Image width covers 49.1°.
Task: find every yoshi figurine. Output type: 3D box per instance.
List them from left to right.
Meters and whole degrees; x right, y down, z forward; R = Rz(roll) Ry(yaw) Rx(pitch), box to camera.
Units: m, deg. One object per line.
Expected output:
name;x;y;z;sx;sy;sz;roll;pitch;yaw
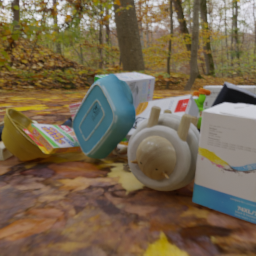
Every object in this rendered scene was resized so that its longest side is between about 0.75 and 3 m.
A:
yoshi figurine;2.671;-0.595;10.320;0.879;1.571;0.883;9;-14;33

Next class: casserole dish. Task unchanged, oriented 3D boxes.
casserole dish;-0.863;-0.223;8.163;0.576;1.798;2.968;-10;-26;-40

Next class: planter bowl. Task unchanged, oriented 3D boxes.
planter bowl;-3.257;0.387;8.722;0.851;2.044;2.044;-44;15;-1

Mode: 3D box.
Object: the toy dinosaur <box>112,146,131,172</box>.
toy dinosaur;0.258;0.784;8.287;2.748;0.800;1.390;-21;-6;40

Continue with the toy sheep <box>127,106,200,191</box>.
toy sheep;0.889;0.505;6.435;1.903;1.903;2.760;5;1;24

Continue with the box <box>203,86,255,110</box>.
box;5.023;-0.863;12.780;2.442;2.092;2.430;-7;11;-44

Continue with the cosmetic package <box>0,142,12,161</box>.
cosmetic package;-4.104;0.728;9.243;0.585;0.395;1.112;1;11;3

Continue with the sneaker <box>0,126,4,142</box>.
sneaker;-5.225;0.300;10.770;1.984;0.753;0.901;-10;21;-33

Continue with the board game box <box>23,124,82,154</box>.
board game box;-2.237;0.340;8.922;1.087;0.341;2.276;42;14;16

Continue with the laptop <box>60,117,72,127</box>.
laptop;-1.905;0.077;13.492;2.137;1.323;2.282;-10;43;-42

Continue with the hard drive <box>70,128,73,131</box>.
hard drive;-2.524;0.169;12.694;1.188;0.225;0.830;3;11;21

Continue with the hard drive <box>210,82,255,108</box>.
hard drive;3.950;-0.302;9.231;2.446;1.650;0.518;28;9;0

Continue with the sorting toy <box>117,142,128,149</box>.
sorting toy;-0.296;0.595;9.328;1.316;0.259;1.422;8;-6;34

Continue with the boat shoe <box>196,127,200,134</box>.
boat shoe;1.819;0.235;10.745;2.516;0.759;0.929;-3;7;-20

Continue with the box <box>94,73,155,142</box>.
box;-0.207;-0.795;10.989;1.208;2.498;2.204;24;26;40

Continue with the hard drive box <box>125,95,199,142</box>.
hard drive box;1.114;-0.164;9.319;2.063;0.792;1.607;-6;45;37

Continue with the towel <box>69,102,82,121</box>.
towel;-1.680;-0.290;10.495;0.973;1.330;0.199;-9;7;23

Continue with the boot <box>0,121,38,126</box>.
boot;-4.927;0.010;12.504;1.723;0.621;1.332;-2;11;-16

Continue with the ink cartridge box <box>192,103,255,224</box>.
ink cartridge box;2.276;0.579;5.585;1.403;1.922;1.410;13;18;34
